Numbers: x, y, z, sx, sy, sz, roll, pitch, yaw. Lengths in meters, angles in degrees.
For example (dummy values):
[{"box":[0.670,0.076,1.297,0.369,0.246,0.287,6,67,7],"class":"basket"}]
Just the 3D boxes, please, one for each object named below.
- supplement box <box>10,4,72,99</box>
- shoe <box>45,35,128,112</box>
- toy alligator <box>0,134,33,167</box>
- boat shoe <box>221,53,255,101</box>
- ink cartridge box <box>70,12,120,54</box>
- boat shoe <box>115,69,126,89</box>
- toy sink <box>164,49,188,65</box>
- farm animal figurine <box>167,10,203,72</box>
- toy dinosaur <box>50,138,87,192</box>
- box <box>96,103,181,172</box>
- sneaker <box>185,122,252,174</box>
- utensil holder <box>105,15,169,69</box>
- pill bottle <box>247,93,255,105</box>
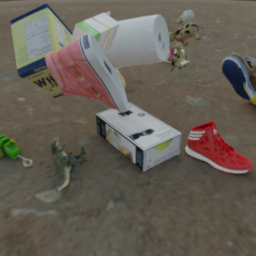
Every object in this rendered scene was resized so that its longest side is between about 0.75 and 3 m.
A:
[{"box":[-2.535,-2.399,9.181,1.365,2.034,2.032,-19,70,12],"class":"supplement box"},{"box":[-0.979,-1.191,7.481,1.270,2.793,0.998,-17,58,12],"class":"shoe"},{"box":[-3.979,0.591,9.140,2.340,0.635,0.694,19,36,28],"class":"toy alligator"},{"box":[3.259,-1.596,7.954,0.778,0.779,2.153,35,1,36],"class":"boat shoe"},{"box":[-0.868,-2.509,7.851,0.604,1.051,1.795,35,42,5],"class":"ink cartridge box"},{"box":[-0.865,-2.719,14.281,0.951,1.056,2.926,-3,35,-18],"class":"boat shoe"},{"box":[2.994,-4.422,17.282,1.303,0.730,0.849,22,38,31],"class":"toy sink"},{"box":[1.915,-3.328,10.581,0.944,1.791,1.811,11,52,-46],"class":"farm animal figurine"},{"box":[-1.798,1.011,8.570,1.044,0.562,2.370,-22,35,-7],"class":"toy dinosaur"},{"box":[0.282,0.181,9.619,1.619,0.835,2.776,-20,37,-29],"class":"box"},{"box":[2.804,0.560,8.624,2.116,1.222,0.829,17,35,26],"class":"sneaker"},{"box":[0.284,-3.052,9.981,1.975,1.678,1.678,0,28,29],"class":"utensil holder"},{"box":[6.109,-1.258,11.419,1.436,1.436,2.513,-12,33,-18],"class":"pill bottle"}]
